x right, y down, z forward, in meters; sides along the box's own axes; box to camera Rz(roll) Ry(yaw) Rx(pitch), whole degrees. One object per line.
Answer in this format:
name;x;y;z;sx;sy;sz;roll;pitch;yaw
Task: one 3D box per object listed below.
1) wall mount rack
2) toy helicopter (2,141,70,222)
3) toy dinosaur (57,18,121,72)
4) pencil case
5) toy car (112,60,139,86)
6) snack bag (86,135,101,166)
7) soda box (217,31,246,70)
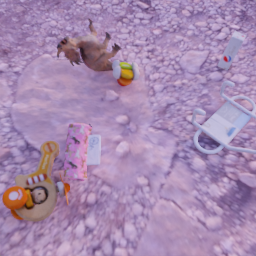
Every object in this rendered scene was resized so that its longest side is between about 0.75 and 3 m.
wall mount rack;3.215;-0.162;7.948;2.319;0.995;2.669;38;64;24
toy helicopter;-2.068;1.253;7.056;1.446;0.863;2.187;5;52;1
toy dinosaur;-1.217;-2.409;9.295;1.651;2.436;1.046;-47;39;0
pencil case;-1.285;0.608;7.155;0.636;0.609;1.470;8;81;-13
toy car;-0.111;-1.764;9.233;0.837;0.717;0.956;5;42;-13
snack bag;-1.229;0.648;7.915;0.943;0.107;1.001;-4;57;-2
soda box;3.495;-2.600;9.507;0.394;1.238;0.421;28;54;12
